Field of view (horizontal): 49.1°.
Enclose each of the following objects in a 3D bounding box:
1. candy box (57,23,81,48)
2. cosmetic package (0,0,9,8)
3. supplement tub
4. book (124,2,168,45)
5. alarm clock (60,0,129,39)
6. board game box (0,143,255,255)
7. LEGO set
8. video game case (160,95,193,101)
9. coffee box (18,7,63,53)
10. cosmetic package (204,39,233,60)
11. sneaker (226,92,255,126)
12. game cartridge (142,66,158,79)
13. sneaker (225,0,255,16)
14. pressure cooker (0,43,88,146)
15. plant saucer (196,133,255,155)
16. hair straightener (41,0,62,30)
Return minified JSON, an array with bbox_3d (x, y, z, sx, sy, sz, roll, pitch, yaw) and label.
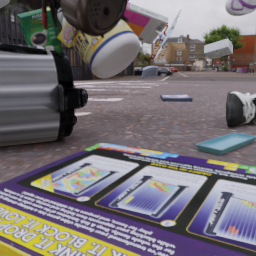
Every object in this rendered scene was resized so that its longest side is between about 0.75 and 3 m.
[{"bbox_3d":[-1.698,-2.886,8.363,0.466,0.912,0.120,40,31,-10],"label":"candy box"},{"bbox_3d":[-2.780,-2.463,5.076,0.535,0.745,1.319,26,45,2],"label":"cosmetic package"},{"bbox_3d":[-1.004,-3.121,9.223,1.828,2.532,1.828,-35,-13,-9],"label":"supplement tub"},{"bbox_3d":[0.249,-3.880,10.343,2.060,0.495,1.376,13,-22,-21],"label":"book"},{"bbox_3d":[-0.659,-2.427,5.062,0.667,1.351,2.004,37,13,27],"label":"alarm clock"},{"bbox_3d":[0.234,0.862,2.352,2.610,0.740,2.158,7,15,30],"label":"board game box"},{"bbox_3d":[0.914,-2.487,7.680,0.347,1.055,1.412,26,-22,-7],"label":"LEGO set"},{"bbox_3d":[2.808,-1.791,16.616,1.651,0.219,2.311,1,11,3],"label":"video game case"},{"bbox_3d":[-2.869,-3.001,9.399,1.098,1.786,0.393,-27,44,-22],"label":"coffee box"},{"bbox_3d":[3.192,-2.773,9.913,0.873,0.354,0.492,-5,-22,37],"label":"cosmetic package"},{"bbox_3d":[3.933,-0.664,8.949,1.267,1.061,2.863,5,13,34],"label":"sneaker"},{"bbox_3d":[1.050,-2.685,13.449,0.850,0.566,0.174,-16,47,-27],"label":"game cartridge"},{"bbox_3d":[2.572,-2.852,6.350,1.582,0.592,0.788,-42,11,-31],"label":"sneaker"},{"bbox_3d":[-2.239,-0.726,6.559,2.500,2.233,2.199,-5,54,-24],"label":"pressure cooker"},{"bbox_3d":[2.265,0.340,6.340,1.719,0.163,0.601,-10,15,-42],"label":"plant saucer"},{"bbox_3d":[-1.833,-3.059,6.934,0.643,0.342,1.672,-19,-12,-18],"label":"hair straightener"}]
